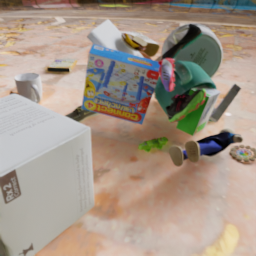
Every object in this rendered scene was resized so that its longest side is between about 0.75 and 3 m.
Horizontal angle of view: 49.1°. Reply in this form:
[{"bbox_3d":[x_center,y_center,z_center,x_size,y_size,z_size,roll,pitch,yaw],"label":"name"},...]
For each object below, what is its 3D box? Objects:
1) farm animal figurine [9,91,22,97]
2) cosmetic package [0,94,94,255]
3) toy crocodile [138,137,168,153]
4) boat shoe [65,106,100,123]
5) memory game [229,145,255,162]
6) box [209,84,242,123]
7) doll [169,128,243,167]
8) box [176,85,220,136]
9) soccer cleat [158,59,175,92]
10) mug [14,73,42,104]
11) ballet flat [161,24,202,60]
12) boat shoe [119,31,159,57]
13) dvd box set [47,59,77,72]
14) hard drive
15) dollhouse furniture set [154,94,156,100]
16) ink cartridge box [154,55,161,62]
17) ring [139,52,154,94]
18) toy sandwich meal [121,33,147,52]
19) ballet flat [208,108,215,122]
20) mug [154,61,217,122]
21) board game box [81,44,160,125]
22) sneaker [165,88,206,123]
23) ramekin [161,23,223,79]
[{"bbox_3d":[-3.726,0.092,8.972,1.262,2.027,2.511,27,26,-15],"label":"farm animal figurine"},{"bbox_3d":[-2.717,1.008,6.655,2.998,2.471,2.473,23,37,31],"label":"cosmetic package"},{"bbox_3d":[0.856,0.526,9.468,1.187,0.401,0.367,-11,50,-25],"label":"toy crocodile"},{"bbox_3d":[-1.876,-0.652,11.383,1.921,0.574,0.686,-26,39,-36],"label":"boat shoe"},{"bbox_3d":[3.842,0.829,9.270,0.927,0.059,0.927,-6,31,4],"label":"memory game"},{"bbox_3d":[3.408,-0.865,9.840,0.317,0.296,1.529,36,82,3],"label":"box"},{"bbox_3d":[2.548,0.508,8.539,2.817,0.683,1.922,-12,-8,-46],"label":"doll"},{"bbox_3d":[2.518,-0.661,10.081,0.745,1.540,1.359,29,27,25],"label":"box"},{"bbox_3d":[1.166,-1.628,8.668,0.554,0.483,1.449,-1,49,13],"label":"soccer cleat"},{"bbox_3d":[-4.246,-1.596,12.306,1.071,1.272,1.450,-23,38,-34],"label":"mug"},{"bbox_3d":[1.759,-3.014,10.226,2.117,0.724,0.720,-43,-1,-9],"label":"ballet flat"},{"bbox_3d":[0.135,-3.865,12.649,2.768,0.980,0.959,2,44,-40],"label":"boat shoe"},{"bbox_3d":[-3.998,-3.838,17.130,1.373,0.276,1.877,2,30,3],"label":"dvd box set"},{"bbox_3d":[-0.232,-2.888,10.824,2.605,0.342,1.718,44,39,-12],"label":"hard drive"},{"bbox_3d":[1.516,-2.217,12.382,1.999,1.704,0.976,-4,49,35],"label":"dollhouse furniture set"},{"bbox_3d":[2.321,-3.115,13.004,2.682,1.982,1.016,-40,24,13],"label":"ink cartridge box"},{"bbox_3d":[0.265,-2.245,12.349,2.326,2.326,0.223,14,26,23],"label":"ring"},{"bbox_3d":[0.228,-3.369,10.846,1.106,0.379,1.106,27,37,-22],"label":"toy sandwich meal"},{"bbox_3d":[2.893,-1.202,12.014,0.944,0.944,2.624,-12,33,-20],"label":"ballet flat"},{"bbox_3d":[2.111,-1.626,10.589,2.085,2.538,1.569,-12,55,-26],"label":"mug"},{"bbox_3d":[-0.320,-1.481,10.133,2.482,2.430,0.693,14,42,-2],"label":"board game box"},{"bbox_3d":[1.699,-0.766,8.748,0.681,1.775,0.743,-20,78,-35],"label":"sneaker"},{"bbox_3d":[2.744,-3.001,11.818,2.608,2.608,1.215,-2,25,-3],"label":"ramekin"}]
